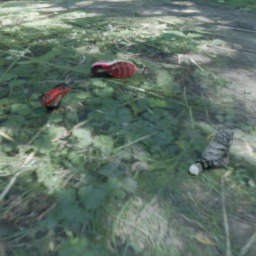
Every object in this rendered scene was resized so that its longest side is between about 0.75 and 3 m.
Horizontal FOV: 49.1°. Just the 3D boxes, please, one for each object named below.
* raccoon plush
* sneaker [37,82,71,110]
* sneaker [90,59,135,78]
[{"bbox_3d":[3.087,0.795,9.910,0.960,1.329,1.984,26,43,32],"label":"raccoon plush"},{"bbox_3d":[-3.483,-1.507,13.497,0.630,0.871,1.783,32,58,31],"label":"sneaker"},{"bbox_3d":[-0.897,-3.589,16.453,2.627,1.059,0.981,2,33,4],"label":"sneaker"}]
